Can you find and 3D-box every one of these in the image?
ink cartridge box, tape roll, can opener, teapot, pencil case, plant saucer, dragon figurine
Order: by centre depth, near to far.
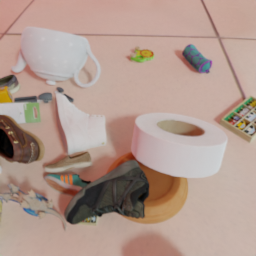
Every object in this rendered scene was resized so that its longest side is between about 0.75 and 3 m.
[{"bbox_3d":[-2.360,1.967,7.163,1.860,0.925,0.547,34,67,-20],"label":"dragon figurine"},{"bbox_3d":[0.519,1.514,8.014,2.432,0.455,2.432,0,46,0],"label":"plant saucer"},{"bbox_3d":[1.425,0.390,8.056,2.635,0.922,2.635,6,20,-2],"label":"tape roll"},{"bbox_3d":[-3.728,-0.527,9.804,1.383,0.718,0.410,-3,8,-1],"label":"ink cartridge box"},{"bbox_3d":[-3.590,-1.136,10.594,1.413,0.472,0.377,-7,50,-14],"label":"can opener"},{"bbox_3d":[-2.494,-1.300,10.903,0.939,0.314,0.250,30,36,26],"label":"can opener"},{"bbox_3d":[-2.914,-2.744,11.244,2.808,2.078,2.845,1,14,-34],"label":"teapot"},{"bbox_3d":[3.070,-3.082,12.451,0.744,0.685,1.609,-26,49,-4],"label":"pencil case"}]

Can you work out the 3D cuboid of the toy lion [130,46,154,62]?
[{"bbox_3d":[0.685,-3.368,13.034,1.000,0.358,1.043,19,48,8],"label":"toy lion"}]

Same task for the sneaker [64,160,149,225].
[{"bbox_3d":[-0.444,1.901,6.928,2.303,0.880,1.319,-31,53,-8],"label":"sneaker"}]

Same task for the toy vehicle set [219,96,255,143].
[{"bbox_3d":[4.365,-0.363,10.024,1.991,0.264,1.237,-33,54,-29],"label":"toy vehicle set"}]

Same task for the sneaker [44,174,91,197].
[{"bbox_3d":[-1.689,1.559,7.959,1.392,0.497,0.556,16,40,18],"label":"sneaker"}]

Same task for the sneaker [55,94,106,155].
[{"bbox_3d":[-1.592,-0.243,9.537,1.546,0.986,2.675,-9,47,-21],"label":"sneaker"}]

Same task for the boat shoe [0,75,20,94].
[{"bbox_3d":[-5.300,-1.477,10.819,2.182,0.707,0.785,-27,51,-24],"label":"boat shoe"}]

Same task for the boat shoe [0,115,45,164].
[{"bbox_3d":[-3.768,0.266,8.459,2.903,1.022,1.021,19,15,35],"label":"boat shoe"}]

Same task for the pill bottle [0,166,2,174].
[{"bbox_3d":[-4.968,1.413,7.297,1.611,1.611,2.784,31,54,27],"label":"pill bottle"}]

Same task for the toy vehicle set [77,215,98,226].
[{"bbox_3d":[-1.051,2.207,7.558,0.526,0.112,0.847,2,45,2],"label":"toy vehicle set"}]

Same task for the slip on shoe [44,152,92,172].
[{"bbox_3d":[-1.799,1.010,8.371,1.387,0.420,0.527,-7,9,-6],"label":"slip on shoe"}]

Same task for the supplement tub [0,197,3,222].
[{"bbox_3d":[-3.650,2.310,6.807,1.020,1.020,1.403,-9,46,-9],"label":"supplement tub"}]

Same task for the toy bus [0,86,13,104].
[{"bbox_3d":[-5.162,-0.899,10.067,1.811,0.589,0.709,-18,36,-9],"label":"toy bus"}]
